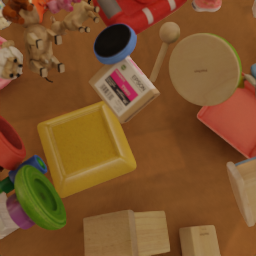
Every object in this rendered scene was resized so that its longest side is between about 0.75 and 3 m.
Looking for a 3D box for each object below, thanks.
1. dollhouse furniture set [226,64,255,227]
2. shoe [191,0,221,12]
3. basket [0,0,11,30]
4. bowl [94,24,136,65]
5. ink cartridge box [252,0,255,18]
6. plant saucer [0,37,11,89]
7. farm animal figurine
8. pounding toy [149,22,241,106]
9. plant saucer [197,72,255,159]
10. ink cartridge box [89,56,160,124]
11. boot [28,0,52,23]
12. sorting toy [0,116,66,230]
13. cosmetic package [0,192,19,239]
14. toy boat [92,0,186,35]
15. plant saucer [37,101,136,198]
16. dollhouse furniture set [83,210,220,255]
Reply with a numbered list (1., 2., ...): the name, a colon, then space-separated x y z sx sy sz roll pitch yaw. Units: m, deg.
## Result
1. dollhouse furniture set: 2.595 0.439 5.460 1.739 2.516 2.665 -21 34 9
2. shoe: 2.320 -3.542 7.689 1.245 0.566 0.445 -23 83 -37
3. basket: -3.251 -2.781 6.878 0.611 0.775 0.878 -31 44 -13
4. bowl: -0.333 -1.983 6.539 1.063 0.209 1.063 -11 62 21
5. ink cartridge box: 3.579 -3.000 7.044 0.760 0.333 0.552 11 46 6
6. plant saucer: -4.677 -2.001 9.203 2.185 0.554 2.185 0 71 0
7. farm animal figurine: -1.861 -2.134 6.202 2.179 2.155 1.136 -10 35 -46
8. pounding toy: 1.448 -1.300 5.580 1.804 1.393 0.837 30 42 25
9. plant saucer: 3.458 -0.408 8.569 2.191 0.402 2.187 39 75 3
10. ink cartridge box: -0.110 -1.007 7.006 1.156 0.527 1.403 -42 82 21
11. boot: -3.088 -4.459 10.073 0.909 0.636 1.695 -4 69 -7
12. sorting toy: -2.399 1.031 5.585 1.132 1.656 2.757 -34 83 -3
13. cosmetic package: -4.065 1.988 7.535 1.239 1.046 2.319 -33 76 -8
14. toy boat: 0.475 -3.642 6.926 2.749 1.797 1.794 -34 94 -8
15. plant saucer: -1.296 0.463 8.299 2.470 0.598 2.470 -21 72 -6
16. dollhouse furniture set: 0.618 3.524 7.255 2.755 2.244 2.620 8 66 -34
